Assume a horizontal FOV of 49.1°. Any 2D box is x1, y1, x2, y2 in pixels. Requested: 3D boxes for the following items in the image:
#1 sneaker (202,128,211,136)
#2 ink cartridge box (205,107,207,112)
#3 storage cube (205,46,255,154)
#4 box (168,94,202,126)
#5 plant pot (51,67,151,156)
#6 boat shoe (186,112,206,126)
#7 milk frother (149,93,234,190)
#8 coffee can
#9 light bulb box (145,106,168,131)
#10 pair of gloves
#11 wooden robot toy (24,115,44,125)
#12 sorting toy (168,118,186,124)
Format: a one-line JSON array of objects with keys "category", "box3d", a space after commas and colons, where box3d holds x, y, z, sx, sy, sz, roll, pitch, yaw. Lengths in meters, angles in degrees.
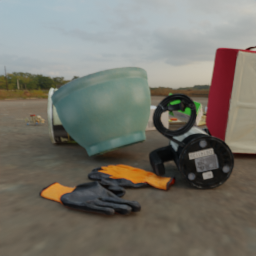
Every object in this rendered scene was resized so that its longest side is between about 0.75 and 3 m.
[{"category": "sneaker", "box3d": [2.612, 0.210, 9.795, 1.335, 0.492, 0.534, 6, 8, 38]}, {"category": "ink cartridge box", "box3d": [5.334, -0.704, 15.352, 1.384, 0.799, 1.895, -3, 8, -19]}, {"category": "storage cube", "box3d": [3.811, -0.814, 7.901, 2.557, 2.992, 2.689, 5, 16, 5]}, {"category": "box", "box3d": [2.614, -0.849, 13.107, 1.539, 0.744, 1.358, 22, -10, 21]}, {"category": "plant pot", "box3d": [-0.499, -0.258, 7.198, 2.550, 1.709, 2.550, -16, -6, -2]}, {"category": "boat shoe", "box3d": [3.851, -0.508, 14.344, 2.168, 0.680, 0.795, -6, 10, -39]}, {"category": "milk frother", "box3d": [1.160, 0.162, 5.584, 1.488, 1.649, 1.551, 4, 7, 0]}, {"category": "coffee can", "box3d": [-1.276, -0.424, 9.366, 2.489, 1.822, 1.822, -1, 8, -7]}, {"category": "light bulb box", "box3d": [0.836, -0.476, 12.968, 1.555, 0.979, 1.569, -3, 8, -19]}, {"category": "pair of gloves", "box3d": [-0.281, 0.991, 4.885, 1.785, 0.248, 2.003, 5, 10, 30]}, {"category": "wooden robot toy", "box3d": [-4.633, -0.397, 14.130, 1.141, 0.503, 0.518, -3, -4, 23]}, {"category": "sorting toy", "box3d": [2.544, -0.385, 15.043, 1.723, 0.254, 1.274, -2, 7, -14]}]
